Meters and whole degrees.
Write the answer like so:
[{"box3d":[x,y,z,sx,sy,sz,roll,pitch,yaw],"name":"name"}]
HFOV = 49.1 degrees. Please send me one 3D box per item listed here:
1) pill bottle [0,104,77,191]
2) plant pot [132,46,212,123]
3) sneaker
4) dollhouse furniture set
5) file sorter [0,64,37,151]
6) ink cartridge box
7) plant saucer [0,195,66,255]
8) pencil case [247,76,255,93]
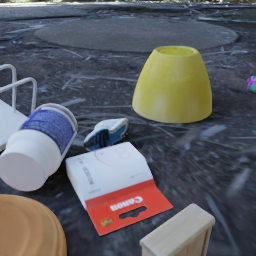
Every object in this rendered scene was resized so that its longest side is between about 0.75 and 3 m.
[{"box3d":[-1.754,0.331,5.623,1.068,1.068,1.846,3,29,5],"name":"pill bottle"},{"box3d":[1.328,-1.421,8.164,2.382,1.690,2.382,0,28,0],"name":"plant pot"},{"box3d":[-0.610,0.154,6.591,0.663,0.574,1.531,10,21,29],"name":"sneaker"},{"box3d":[1.063,2.125,2.180,1.441,1.231,2.781,-22,36,-34],"name":"dollhouse furniture set"},{"box3d":[-3.610,-0.813,6.276,2.619,1.631,1.818,31,39,13],"name":"file sorter"},{"box3d":[-0.219,0.970,5.152,1.420,0.499,1.748,-14,27,-24],"name":"ink cartridge box"},{"box3d":[-2.087,1.701,3.769,2.426,0.454,2.426,1,29,0],"name":"plant saucer"},{"box3d":[4.595,-1.314,9.147,1.278,0.544,0.591,28,9,41],"name":"pencil case"}]
